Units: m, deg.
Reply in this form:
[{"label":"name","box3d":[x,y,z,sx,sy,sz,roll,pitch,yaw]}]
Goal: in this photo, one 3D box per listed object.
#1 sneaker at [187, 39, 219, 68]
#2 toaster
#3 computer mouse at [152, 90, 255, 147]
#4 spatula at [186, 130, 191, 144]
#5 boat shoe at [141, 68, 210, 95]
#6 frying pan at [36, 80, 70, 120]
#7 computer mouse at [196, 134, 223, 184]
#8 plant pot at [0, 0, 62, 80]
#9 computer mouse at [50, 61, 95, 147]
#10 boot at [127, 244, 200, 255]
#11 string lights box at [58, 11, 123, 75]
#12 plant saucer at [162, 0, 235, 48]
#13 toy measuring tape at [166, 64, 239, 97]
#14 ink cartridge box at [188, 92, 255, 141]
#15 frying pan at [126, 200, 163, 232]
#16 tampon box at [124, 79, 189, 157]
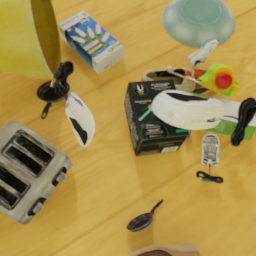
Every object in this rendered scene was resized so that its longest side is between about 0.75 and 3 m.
[{"label":"sneaker","box3d":[2.356,-2.249,8.609,0.405,1.081,0.468,20,43,-40]},{"label":"toaster","box3d":[-2.599,0.991,6.702,2.052,1.217,1.855,37,71,-2]},{"label":"computer mouse","box3d":[1.778,-0.245,6.621,2.487,1.364,0.546,8,43,-6]},{"label":"spatula","box3d":[1.744,-0.016,8.016,0.108,0.296,1.047,7,59,5]},{"label":"boat shoe","box3d":[1.568,-1.448,8.417,2.363,0.739,0.841,-4,64,-3]},{"label":"frying pan","box3d":[-2.121,-0.864,8.189,1.010,0.272,1.669,-18,49,-11]},{"label":"computer mouse","box3d":[2.143,0.782,7.255,0.687,0.275,1.253,3,80,21]},{"label":"plant pot","box3d":[-3.251,-2.687,7.846,2.083,2.934,2.934,-8,65,0]},{"label":"computer mouse","box3d":[-0.839,-0.333,4.753,0.326,1.486,0.815,-13,34,9]},{"label":"boot","box3d":[0.879,3.375,5.977,1.898,0.687,1.578,-4,47,-10]},{"label":"string lights box","box3d":[-1.209,-2.799,9.118,1.059,0.607,2.060,-39,70,-16]},{"label":"plant saucer","box3d":[2.501,-3.925,9.735,2.598,0.500,2.598,0,64,-1]},{"label":"toy measuring tape","box3d":[2.203,-1.537,7.822,2.250,0.828,0.828,18,64,-15]},{"label":"ink cartridge box","box3d":[2.505,-0.347,7.805,1.877,0.557,0.975,13,42,6]},{"label":"frying pan","box3d":[0.404,2.202,6.904,1.182,0.715,0.192,-32,97,-57]},{"label":"tampon box","box3d":[0.696,-0.283,7.594,1.296,1.092,1.729,-6,64,-11]}]
